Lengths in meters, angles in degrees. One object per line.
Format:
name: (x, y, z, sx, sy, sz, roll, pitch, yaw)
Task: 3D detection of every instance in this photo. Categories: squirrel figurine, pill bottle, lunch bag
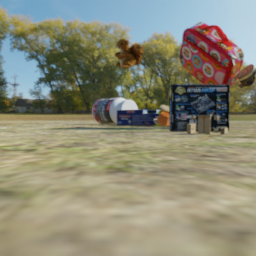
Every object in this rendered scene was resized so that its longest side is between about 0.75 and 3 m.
squirrel figurine: (0.041, -3.850, 14.249, 1.492, 1.392, 1.056, -12, 22, -11)
pill bottle: (-0.865, -1.063, 18.071, 1.702, 1.702, 2.938, -2, 2, -42)
lunch bag: (3.389, -3.023, 11.516, 1.118, 2.729, 2.404, -30, -32, -20)

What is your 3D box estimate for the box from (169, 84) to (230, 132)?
box: (2.136, -0.590, 8.438, 1.777, 1.413, 0.409, -1, 2, -4)

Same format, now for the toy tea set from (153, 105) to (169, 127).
toy tea set: (2.336, -0.366, 14.017, 2.732, 1.011, 1.624, 2, 30, -28)

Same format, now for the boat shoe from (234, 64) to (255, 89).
boat shoe: (5.034, -2.112, 11.868, 0.697, 0.774, 2.152, 37, 0, 3)

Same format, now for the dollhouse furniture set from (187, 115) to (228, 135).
dollhouse furniture set: (2.021, -0.082, 7.148, 0.947, 0.491, 0.419, 1, 4, 30)

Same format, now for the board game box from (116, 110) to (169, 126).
board game box: (1.170, -0.574, 15.823, 2.845, 0.877, 2.843, 1, 3, 18)
